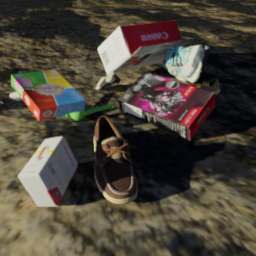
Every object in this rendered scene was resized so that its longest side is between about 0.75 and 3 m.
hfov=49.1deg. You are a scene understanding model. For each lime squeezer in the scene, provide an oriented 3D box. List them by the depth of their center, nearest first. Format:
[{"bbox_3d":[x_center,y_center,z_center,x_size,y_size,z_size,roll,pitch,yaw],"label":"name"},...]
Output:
[{"bbox_3d":[-1.689,-0.714,8.470,2.453,0.463,0.866,17,79,14],"label":"lime squeezer"}]

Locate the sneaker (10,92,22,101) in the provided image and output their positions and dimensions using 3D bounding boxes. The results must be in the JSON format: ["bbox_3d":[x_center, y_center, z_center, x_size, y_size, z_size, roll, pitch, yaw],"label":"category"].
[{"bbox_3d":[-3.506,-1.182,9.325,0.910,0.452,0.355,-10,60,-5],"label":"sneaker"}]

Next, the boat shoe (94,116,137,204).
[{"bbox_3d":[-0.375,0.601,6.508,0.903,0.901,2.502,-6,37,-9],"label":"boat shoe"}]

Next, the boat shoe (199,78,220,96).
[{"bbox_3d":[2.521,-1.259,9.307,0.569,0.605,1.589,17,35,37],"label":"boat shoe"}]

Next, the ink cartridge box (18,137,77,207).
[{"bbox_3d":[-1.654,0.917,6.000,0.518,0.901,1.242,-8,32,19],"label":"ink cartridge box"}]

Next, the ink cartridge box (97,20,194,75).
[{"bbox_3d":[0.636,-3.029,10.089,2.618,1.098,2.299,-21,0,-34],"label":"ink cartridge box"}]

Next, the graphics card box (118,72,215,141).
[{"bbox_3d":[1.107,-0.740,8.342,2.458,0.625,1.542,24,58,32],"label":"graphics card box"}]

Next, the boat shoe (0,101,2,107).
[{"bbox_3d":[-5.026,-0.713,8.803,2.087,0.758,0.655,6,79,0],"label":"boat shoe"}]

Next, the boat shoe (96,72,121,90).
[{"bbox_3d":[-0.700,-1.503,9.571,0.407,1.296,0.471,29,66,-24],"label":"boat shoe"}]

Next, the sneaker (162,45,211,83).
[{"bbox_3d":[1.776,-2.175,9.356,1.223,1.100,2.833,24,0,-5],"label":"sneaker"}]

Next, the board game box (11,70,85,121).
[{"bbox_3d":[-2.289,-0.998,7.980,1.400,0.369,1.830,-18,48,-38],"label":"board game box"}]
